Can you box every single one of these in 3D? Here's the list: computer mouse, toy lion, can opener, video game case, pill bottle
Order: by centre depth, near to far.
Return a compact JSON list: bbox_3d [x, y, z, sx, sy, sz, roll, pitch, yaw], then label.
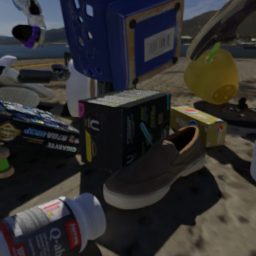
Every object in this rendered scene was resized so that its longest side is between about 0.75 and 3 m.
[{"bbox_3d":[-0.986,1.327,3.518,1.313,0.760,0.760,-15,23,-39],"label":"pill bottle"},{"bbox_3d":[-3.470,0.696,5.990,1.660,0.595,1.732,-17,24,-27],"label":"toy lion"},{"bbox_3d":[-2.314,-1.517,7.767,1.569,0.418,0.524,-9,63,-44],"label":"can opener"},{"bbox_3d":[-3.599,-1.741,7.996,1.428,0.313,0.783,-17,36,49],"label":"computer mouse"},{"bbox_3d":[3.247,-2.899,10.473,0.306,0.854,0.891,29,42,14],"label":"toy lion"},{"bbox_3d":[5.383,-0.853,10.809,2.272,0.498,1.246,9,19,27],"label":"computer mouse"},{"bbox_3d":[-4.766,-1.656,11.236,2.480,0.312,2.725,-1,-11,19],"label":"video game case"}]

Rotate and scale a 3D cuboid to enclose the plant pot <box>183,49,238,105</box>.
[{"bbox_3d":[3.767,-1.968,12.088,2.310,2.310,1.640,-5,50,-14],"label":"plant pot"}]

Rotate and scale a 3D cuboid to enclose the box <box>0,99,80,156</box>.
[{"bbox_3d":[-2.622,-0.123,7.154,2.071,0.599,2.606,16,6,-36],"label":"box"}]

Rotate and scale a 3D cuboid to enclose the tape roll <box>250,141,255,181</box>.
[{"bbox_3d":[3.462,0.737,5.529,1.917,0.671,1.917,-1,18,0],"label":"tape roll"}]

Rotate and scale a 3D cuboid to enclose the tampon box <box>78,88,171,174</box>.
[{"bbox_3d":[-0.032,-0.028,6.547,1.249,1.483,1.978,13,22,34],"label":"tampon box"}]

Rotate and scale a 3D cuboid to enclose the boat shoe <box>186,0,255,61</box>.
[{"bbox_3d":[2.947,-3.027,8.351,0.932,2.876,1.034,45,25,5],"label":"boat shoe"}]

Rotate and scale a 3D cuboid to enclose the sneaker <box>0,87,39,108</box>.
[{"bbox_3d":[-4.884,-1.194,11.012,2.802,1.036,1.148,-1,21,-7],"label":"sneaker"}]

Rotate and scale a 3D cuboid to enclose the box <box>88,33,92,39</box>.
[{"bbox_3d":[-1.187,-3.724,11.336,0.632,0.526,1.539,-29,14,30],"label":"box"}]

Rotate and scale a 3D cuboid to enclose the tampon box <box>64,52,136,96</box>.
[{"bbox_3d":[-1.291,-2.405,12.881,2.890,2.166,1.825,14,23,38],"label":"tampon box"}]

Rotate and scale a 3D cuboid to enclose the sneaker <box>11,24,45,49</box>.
[{"bbox_3d":[-2.146,-1.949,5.850,0.576,0.402,1.158,5,3,-32],"label":"sneaker"}]

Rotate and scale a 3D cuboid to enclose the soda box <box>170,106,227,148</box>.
[{"bbox_3d":[1.954,-0.095,8.151,0.624,0.660,1.950,-7,19,-20],"label":"soda box"}]

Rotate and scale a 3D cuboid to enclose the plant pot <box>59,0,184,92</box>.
[{"bbox_3d":[-0.008,-1.865,5.314,1.856,1.856,1.669,-30,49,-26],"label":"plant pot"}]

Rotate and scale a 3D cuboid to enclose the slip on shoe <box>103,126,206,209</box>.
[{"bbox_3d":[0.630,0.655,5.477,2.792,0.846,1.062,-16,23,-40],"label":"slip on shoe"}]

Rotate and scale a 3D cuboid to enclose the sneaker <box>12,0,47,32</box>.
[{"bbox_3d":[-3.104,-3.915,8.868,0.704,0.814,1.879,-27,73,-27],"label":"sneaker"}]

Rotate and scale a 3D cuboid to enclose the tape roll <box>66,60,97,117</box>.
[{"bbox_3d":[-1.599,-1.394,9.970,0.723,2.067,2.067,0,18,3],"label":"tape roll"}]
